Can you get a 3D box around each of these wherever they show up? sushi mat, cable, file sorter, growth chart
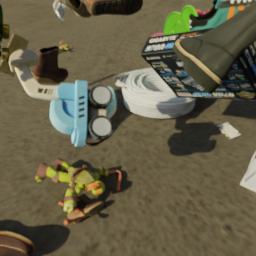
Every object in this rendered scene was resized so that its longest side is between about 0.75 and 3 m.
[{"bbox_3d":[-3.708,-2.337,9.066,0.079,1.308,0.626,25,2,33],"label":"sushi mat"},{"bbox_3d":[1.128,-1.293,10.098,2.718,0.941,2.719,-22,42,-29],"label":"cable"},{"bbox_3d":[3.811,1.089,6.809,1.605,0.999,1.114,24,42,30],"label":"file sorter"},{"bbox_3d":[3.200,0.081,8.955,0.551,0.068,0.762,-13,38,-16],"label":"growth chart"}]

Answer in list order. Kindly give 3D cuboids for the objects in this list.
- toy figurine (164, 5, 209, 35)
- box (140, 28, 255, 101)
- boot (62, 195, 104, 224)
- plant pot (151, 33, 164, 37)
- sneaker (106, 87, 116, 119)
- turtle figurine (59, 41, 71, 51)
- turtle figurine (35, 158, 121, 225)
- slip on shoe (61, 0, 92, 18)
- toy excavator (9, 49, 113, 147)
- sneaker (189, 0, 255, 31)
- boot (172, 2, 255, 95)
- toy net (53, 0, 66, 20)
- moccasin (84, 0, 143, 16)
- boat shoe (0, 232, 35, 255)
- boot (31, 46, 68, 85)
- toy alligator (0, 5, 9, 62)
[{"bbox_3d":[2.407,-3.253,9.021,1.840,1.999,1.500,-19,79,-19],"label":"toy figurine"},{"bbox_3d":[1.677,-1.333,6.237,2.324,1.847,0.535,9,68,46],"label":"box"},{"bbox_3d":[-1.073,1.751,6.483,0.845,0.306,0.703,-25,44,-25],"label":"boot"},{"bbox_3d":[1.443,-3.567,13.050,1.266,1.266,1.134,10,52,13],"label":"plant pot"},{"bbox_3d":[-1.057,-0.525,8.967,0.924,1.024,2.500,7,37,11],"label":"sneaker"},{"bbox_3d":[-3.462,-4.135,14.455,0.827,0.330,1.025,-31,55,-24],"label":"turtle figurine"},{"bbox_3d":[-1.275,1.261,6.640,1.793,0.716,2.224,15,29,23],"label":"turtle figurine"},{"bbox_3d":[-1.930,-4.757,10.931,0.449,0.563,1.481,7,-7,44],"label":"slip on shoe"},{"bbox_3d":[-1.292,-0.545,5.324,1.853,0.926,1.802,2,78,-18],"label":"toy excavator"},{"bbox_3d":[2.322,-2.548,6.081,2.058,0.822,0.735,-22,24,19],"label":"sneaker"},{"bbox_3d":[1.443,-1.381,4.349,0.731,1.306,1.888,34,24,-22],"label":"boot"},{"bbox_3d":[-1.797,-3.559,7.143,0.289,1.497,0.785,10,38,9],"label":"toy net"},{"bbox_3d":[-0.454,-4.263,9.613,2.093,0.765,0.808,-18,53,-19],"label":"moccasin"},{"bbox_3d":[-2.665,2.359,5.448,1.685,0.593,0.592,2,31,16],"label":"boat shoe"},{"bbox_3d":[-2.200,-1.877,8.390,0.526,1.210,1.455,42,38,13],"label":"boot"},{"bbox_3d":[-2.215,-1.659,4.597,0.493,1.489,0.358,0,2,-23],"label":"toy alligator"}]
